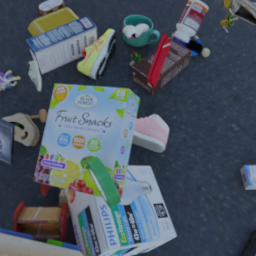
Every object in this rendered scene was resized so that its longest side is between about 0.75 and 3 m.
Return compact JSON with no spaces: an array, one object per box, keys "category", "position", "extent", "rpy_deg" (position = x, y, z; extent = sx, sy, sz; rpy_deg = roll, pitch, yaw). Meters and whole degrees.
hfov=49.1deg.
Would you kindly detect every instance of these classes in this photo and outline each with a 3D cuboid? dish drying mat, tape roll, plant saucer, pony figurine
[{"category":"dish drying mat","position":[0.798,-1.699,7.132],"extent":[0.120,0.506,1.318],"rpy_deg":[14,77,28]},{"category":"tape roll","position":[-0.492,1.069,5.519],"extent":[0.247,1.026,1.026],"rpy_deg":[-28,62,-15]},{"category":"plant saucer","position":[-3.370,-4.946,13.853],"extent":[2.572,0.623,2.573],"rpy_deg":[-31,63,-18]},{"category":"pony figurine","position":[-5.351,-2.064,12.030],"extent":[1.006,0.868,1.042],"rpy_deg":[36,49,10]}]

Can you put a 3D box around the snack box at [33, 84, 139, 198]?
[{"category":"snack box","position":[-1.042,0.275,7.075],"extent":[2.184,0.876,2.590],"rpy_deg":[6,80,23]}]

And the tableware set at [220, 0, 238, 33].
[{"category":"tableware set","position":[3.072,-3.585,8.357],"extent":[0.194,0.853,1.267],"rpy_deg":[18,86,43]}]

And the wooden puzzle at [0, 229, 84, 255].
[{"category":"wooden puzzle","position":[-2.201,3.361,7.308],"extent":[2.722,2.938,0.680],"rpy_deg":[10,51,6]}]

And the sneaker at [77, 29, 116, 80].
[{"category":"sneaker","position":[-1.411,-3.495,12.668],"extent":[1.286,1.113,2.849],"rpy_deg":[16,60,13]}]

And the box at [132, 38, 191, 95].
[{"category":"box","position":[1.475,-2.707,12.274],"extent":[2.538,0.951,1.271],"rpy_deg":[-39,66,-23]}]

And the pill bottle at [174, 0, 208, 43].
[{"category":"pill bottle","position":[2.317,-3.989,10.509],"extent":[0.802,0.802,1.419],"rpy_deg":[33,105,19]}]

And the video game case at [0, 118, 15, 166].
[{"category":"video game case","position":[-3.559,0.243,7.385],"extent":[1.177,1.648,0.156],"rpy_deg":[26,45,1]}]

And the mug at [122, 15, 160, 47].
[{"category":"mug","position":[0.497,-4.409,13.213],"extent":[1.370,1.031,1.667],"rpy_deg":[-22,60,-23]}]

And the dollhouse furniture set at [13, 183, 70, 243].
[{"category":"dollhouse furniture set","position":[-2.413,2.450,8.591],"extent":[1.338,1.011,2.487],"rpy_deg":[3,16,-2]}]

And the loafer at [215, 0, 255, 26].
[{"category":"loafer","position":[3.651,-3.898,9.159],"extent":[1.740,0.626,0.547],"rpy_deg":[20,75,-5]}]

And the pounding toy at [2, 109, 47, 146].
[{"category":"pounding toy","position":[-4.033,0.156,10.698],"extent":[2.185,1.254,1.249],"rpy_deg":[-16,87,1]}]

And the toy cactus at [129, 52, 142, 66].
[{"category":"toy cactus","position":[0.321,-3.096,12.896],"extent":[0.668,0.414,0.810],"rpy_deg":[-46,70,-4]}]

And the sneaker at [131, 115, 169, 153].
[{"category":"sneaker","position":[0.447,-0.038,10.630],"extent":[2.342,0.882,1.224],"rpy_deg":[22,61,8]}]

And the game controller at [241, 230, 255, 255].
[{"category":"game controller","position":[3.962,3.891,8.545],"extent":[0.806,0.325,1.545],"rpy_deg":[41,66,6]}]

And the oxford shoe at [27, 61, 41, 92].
[{"category":"oxford shoe","position":[-2.669,-1.468,7.973],"extent":[0.295,0.384,1.021],"rpy_deg":[-8,67,-30]}]

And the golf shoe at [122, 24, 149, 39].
[{"category":"golf shoe","position":[0.340,-3.621,10.610],"extent":[1.114,0.420,0.510],"rpy_deg":[-18,77,-24]}]

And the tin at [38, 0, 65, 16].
[{"category":"tin","position":[-4.125,-6.560,15.070],"extent":[1.492,0.312,0.835],"rpy_deg":[-37,61,-20]}]

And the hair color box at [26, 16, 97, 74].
[{"category":"hair color box","position":[-2.854,-3.698,12.515],"extent":[2.921,1.461,0.884],"rpy_deg":[-29,69,-18]}]

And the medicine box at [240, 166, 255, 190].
[{"category":"medicine box","position":[4.456,1.728,9.780],"extent":[0.816,0.420,0.743],"rpy_deg":[-2,58,-1]}]

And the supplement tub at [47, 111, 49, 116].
[{"category":"supplement tub","position":[-1.900,-0.074,10.375],"extent":[2.169,1.329,1.329],"rpy_deg":[37,65,21]}]

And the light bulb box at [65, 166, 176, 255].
[{"category":"light bulb box","position":[-0.267,2.418,8.137],"extent":[2.371,1.479,2.350],"rpy_deg":[6,50,-38]}]

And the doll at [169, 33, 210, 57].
[{"category":"doll","position":[2.929,-3.900,13.271],"extent":[2.003,0.485,1.367],"rpy_deg":[28,62,17]}]
